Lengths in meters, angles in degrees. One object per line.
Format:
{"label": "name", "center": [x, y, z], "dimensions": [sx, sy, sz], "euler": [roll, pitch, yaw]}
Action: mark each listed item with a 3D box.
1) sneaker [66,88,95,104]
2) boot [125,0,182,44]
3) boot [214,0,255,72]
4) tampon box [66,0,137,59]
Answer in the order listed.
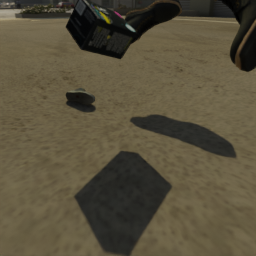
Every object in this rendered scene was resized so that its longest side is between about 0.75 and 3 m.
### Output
{"label": "sneaker", "center": [-1.692, -1.296, 10.761], "dimensions": [1.303, 0.487, 0.692], "euler": [13, 32, 28]}
{"label": "boot", "center": [0.789, -4.000, 10.931], "dimensions": [2.439, 0.945, 1.687], "euler": [-3, 53, 37]}
{"label": "boot", "center": [1.697, -1.917, 4.457], "dimensions": [1.457, 0.816, 2.107], "euler": [23, 71, 31]}
{"label": "tampon box", "center": [-0.809, -2.994, 8.560], "dimensions": [1.627, 1.027, 1.219], "euler": [0, 47, -47]}
